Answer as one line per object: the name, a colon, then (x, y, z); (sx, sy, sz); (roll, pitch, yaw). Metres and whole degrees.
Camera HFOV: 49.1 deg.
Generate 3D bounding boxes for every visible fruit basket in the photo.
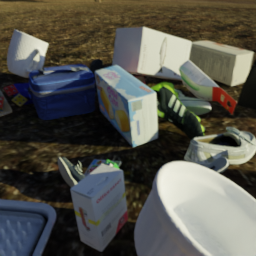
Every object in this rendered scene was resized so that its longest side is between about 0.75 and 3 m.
fruit basket: (-0.699, 1.067, 6.730); (0.896, 0.420, 0.830); (6, 45, 32)

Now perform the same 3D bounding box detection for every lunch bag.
lunch bag: (-2.427, -1.421, 10.003); (2.410, 1.594, 1.637); (-13, 32, -22)

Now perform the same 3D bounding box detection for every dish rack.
dish rack: (-2.589, 2.313, 4.483); (2.372, 0.602, 2.763); (2, 30, 6)

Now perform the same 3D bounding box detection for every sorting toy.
sorting toy: (-4.732, -0.898, 9.707); (2.315, 0.392, 1.116); (-25, 71, -31)

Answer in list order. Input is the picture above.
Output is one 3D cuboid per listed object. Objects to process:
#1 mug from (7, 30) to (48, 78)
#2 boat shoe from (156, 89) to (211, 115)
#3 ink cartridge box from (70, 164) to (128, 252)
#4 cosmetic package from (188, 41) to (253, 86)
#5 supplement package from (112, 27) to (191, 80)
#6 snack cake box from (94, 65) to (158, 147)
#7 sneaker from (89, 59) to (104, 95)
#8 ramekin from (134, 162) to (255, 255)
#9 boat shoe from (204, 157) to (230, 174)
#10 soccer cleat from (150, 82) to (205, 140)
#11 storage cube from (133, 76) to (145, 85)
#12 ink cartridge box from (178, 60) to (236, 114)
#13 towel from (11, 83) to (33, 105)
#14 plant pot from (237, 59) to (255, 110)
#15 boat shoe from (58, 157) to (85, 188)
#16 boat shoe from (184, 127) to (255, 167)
mug: (-4.532, -3.205, 12.732); (2.078, 1.822, 1.534); (29, 11, 32)
boat shoe: (1.571, -0.950, 9.628); (2.463, 0.906, 0.822); (2, 71, 4)
ink cartridge box: (-0.499, 1.459, 5.248); (0.533, 1.279, 0.928); (14, 32, 31)
cosmetic package: (4.227, -3.118, 13.173); (1.216, 1.441, 2.787); (-17, 35, -28)
supplement package: (0.967, -2.899, 11.276); (2.811, 1.644, 1.649); (-1, 14, -40)
snack cake box: (-0.125, -0.796, 8.877); (0.907, 1.553, 2.700); (-19, 34, -18)
sneaker: (-1.203, -2.299, 12.438); (1.397, 0.804, 2.678); (9, 36, 14)
ramekin: (1.210, 1.681, 4.362); (2.303, 1.123, 2.303); (23, 25, -11)
boat shoe: (1.920, 1.044, 6.633); (1.030, 0.352, 0.380); (-39, 52, 14)
soccer cleat: (1.428, -0.407, 8.592); (0.972, 0.810, 2.398); (-21, 60, -17)
storage cube: (0.289, -1.575, 11.122); (0.733, 0.771, 0.857); (-2, 29, -3)
ink cartridge box: (2.586, -1.182, 9.253); (2.038, 0.510, 1.640); (50, 6, 18)
towel: (-3.997, -1.371, 11.215); (1.181, 0.396, 1.599); (-7, 30, -26)
plant pot: (5.232, -1.814, 9.875); (2.000, 1.774, 1.995); (21, 61, 30)
boat shoe: (-1.214, 1.128, 6.544); (0.411, 0.497, 1.328); (-23, 46, -31)
boat shoe: (2.563, 0.456, 7.434); (2.517, 0.807, 0.928); (-10, 31, -28)
